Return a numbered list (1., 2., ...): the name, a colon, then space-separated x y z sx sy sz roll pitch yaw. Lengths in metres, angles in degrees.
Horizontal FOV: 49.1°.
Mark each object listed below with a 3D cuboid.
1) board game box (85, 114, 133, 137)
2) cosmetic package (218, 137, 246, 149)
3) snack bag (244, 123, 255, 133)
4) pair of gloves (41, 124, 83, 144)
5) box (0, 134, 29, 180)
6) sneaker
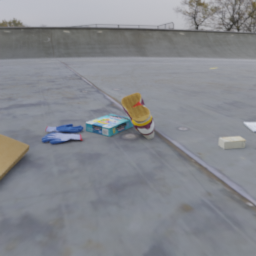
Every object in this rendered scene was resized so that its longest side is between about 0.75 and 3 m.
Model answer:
1. board game box: -0.718 -0.135 11.054 1.176 0.365 1.557 12 22 33
2. cosmetic package: 3.438 0.491 9.286 0.763 0.279 0.395 -3 19 -11
3. snack bag: 5.355 -0.025 11.102 1.176 0.126 1.109 1 18 2
4. pair of gloves: -2.375 0.208 10.300 1.439 0.204 1.790 -1 19 -8
5. box: -3.995 0.700 7.495 1.895 0.247 2.318 22 21 -4
6. sneaker: 0.373 -0.467 10.613 0.896 1.077 2.390 -20 32 1
